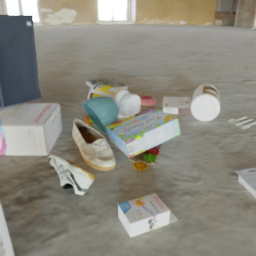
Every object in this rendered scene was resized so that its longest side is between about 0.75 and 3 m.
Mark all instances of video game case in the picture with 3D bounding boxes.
[{"bbox_3d":[-1.150,-2.292,14.966,1.666,0.201,1.828,-12,29,-24],"label":"video game case"}]

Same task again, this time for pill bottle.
[{"bbox_3d":[3.183,-1.136,11.476,1.104,1.104,1.931,7,27,14],"label":"pill bottle"},{"bbox_3d":[-0.568,-1.055,11.291,1.994,1.140,1.140,19,32,34],"label":"pill bottle"}]

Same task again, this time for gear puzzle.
[{"bbox_3d":[0.471,0.781,8.522,0.892,0.226,1.723,7,27,15],"label":"gear puzzle"}]

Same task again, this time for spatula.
[{"bbox_3d":[4.482,-0.244,10.830,1.106,0.089,0.769,-17,30,-31],"label":"spatula"}]

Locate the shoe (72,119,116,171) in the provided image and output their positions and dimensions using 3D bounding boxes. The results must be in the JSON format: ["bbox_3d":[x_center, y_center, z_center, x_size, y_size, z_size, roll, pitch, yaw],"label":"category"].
[{"bbox_3d":[-1.129,0.480,8.519,0.810,0.619,2.317,-20,39,-28],"label":"shoe"}]

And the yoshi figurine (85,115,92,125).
[{"bbox_3d":[-1.018,-0.320,10.673,1.092,0.614,0.612,-9,-15,11],"label":"yoshi figurine"}]

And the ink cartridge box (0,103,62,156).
[{"bbox_3d":[-3.674,-0.008,9.128,2.639,1.117,1.907,0,26,2],"label":"ink cartridge box"}]

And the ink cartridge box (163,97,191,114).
[{"bbox_3d":[2.106,-0.996,12.132,1.195,0.303,1.357,2,26,7],"label":"ink cartridge box"}]

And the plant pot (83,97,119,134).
[{"bbox_3d":[-0.840,-0.583,9.832,0.888,1.318,1.318,-36,38,-15],"label":"plant pot"}]

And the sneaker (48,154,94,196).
[{"bbox_3d":[-1.598,1.181,7.129,1.561,0.684,0.591,21,-10,36],"label":"sneaker"}]

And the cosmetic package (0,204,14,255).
[{"bbox_3d":[-3.186,1.889,4.511,2.017,1.688,1.678,17,31,33],"label":"cosmetic package"}]

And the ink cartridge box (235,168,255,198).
[{"bbox_3d":[3.441,1.392,7.281,0.970,0.214,0.988,-5,24,-11],"label":"ink cartridge box"}]

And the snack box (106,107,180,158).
[{"bbox_3d":[0.452,0.078,8.989,1.866,0.631,1.573,-24,27,-17],"label":"snack box"}]

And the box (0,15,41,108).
[{"bbox_3d":[-4.717,-2.394,9.708,2.875,2.827,1.688,11,22,29],"label":"box"}]

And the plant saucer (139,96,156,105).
[{"bbox_3d":[0.842,-1.282,12.836,0.870,0.221,0.870,1,25,0],"label":"plant saucer"}]

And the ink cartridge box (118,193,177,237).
[{"bbox_3d":[0.439,1.845,6.115,1.169,0.396,0.673,-11,28,-22],"label":"ink cartridge box"}]
